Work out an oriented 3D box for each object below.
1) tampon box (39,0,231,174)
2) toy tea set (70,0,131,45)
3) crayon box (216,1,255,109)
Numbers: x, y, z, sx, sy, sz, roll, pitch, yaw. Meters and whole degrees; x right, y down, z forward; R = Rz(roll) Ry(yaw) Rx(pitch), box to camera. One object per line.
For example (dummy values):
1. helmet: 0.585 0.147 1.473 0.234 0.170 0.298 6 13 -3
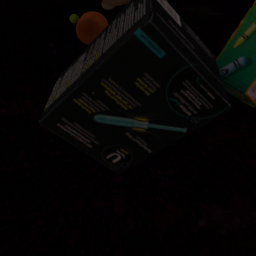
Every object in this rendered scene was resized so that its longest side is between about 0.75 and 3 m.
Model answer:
1. tampon box: 0.070 -0.655 4.578 1.743 2.325 1.468 38 35 -26
2. toy tea set: -0.311 -2.144 5.390 1.633 2.746 1.016 -23 23 17
3. crayon box: 2.821 -1.819 5.121 0.831 2.853 1.694 40 16 28
